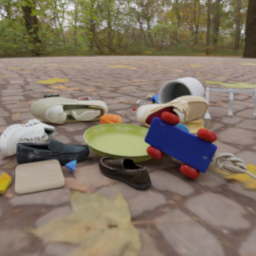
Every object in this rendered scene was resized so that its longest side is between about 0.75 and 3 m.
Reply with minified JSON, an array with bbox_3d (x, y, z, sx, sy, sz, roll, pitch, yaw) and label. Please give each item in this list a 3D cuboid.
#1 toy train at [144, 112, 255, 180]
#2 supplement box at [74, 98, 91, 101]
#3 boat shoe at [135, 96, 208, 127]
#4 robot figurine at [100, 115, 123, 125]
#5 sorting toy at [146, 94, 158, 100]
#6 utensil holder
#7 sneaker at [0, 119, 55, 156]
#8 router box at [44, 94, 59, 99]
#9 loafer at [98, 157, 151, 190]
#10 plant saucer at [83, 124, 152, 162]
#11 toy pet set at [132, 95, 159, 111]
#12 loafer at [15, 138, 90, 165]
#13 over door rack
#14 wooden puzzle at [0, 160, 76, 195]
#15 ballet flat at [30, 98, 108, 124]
[{"bbox_3d":[1.918,0.630,7.040,2.769,1.172,1.602,27,10,24],"label":"toy train"},{"bbox_3d":[-2.286,-1.346,14.054,0.819,0.249,0.446,-5,19,-11],"label":"supplement box"},{"bbox_3d":[1.736,-0.480,10.354,2.821,1.040,0.976,-12,22,-7],"label":"boat shoe"},{"bbox_3d":[-0.617,-0.242,10.347,0.822,0.479,0.591,3,-22,10],"label":"robot figurine"},{"bbox_3d":[1.308,-1.624,14.975,0.581,0.204,1.204,5,19,14],"label":"sorting toy"},{"bbox_3d":[2.375,-1.407,12.207,1.542,1.542,1.815,10,20,29],"label":"utensil holder"},{"bbox_3d":[-2.975,0.287,8.375,0.858,0.795,2.117,14,22,13],"label":"sneaker"},{"bbox_3d":[-4.085,-1.648,14.974,0.795,0.247,0.596,-3,18,-10],"label":"router box"},{"bbox_3d":[-0.078,0.927,6.618,1.551,0.553,0.566,15,23,38],"label":"loafer"},{"bbox_3d":[-0.113,0.439,8.151,2.362,0.367,2.362,5,21,-2],"label":"plant saucer"},{"bbox_3d":[1.020,-1.060,12.405,1.288,0.733,1.380,-10,21,-26],"label":"toy pet set"},{"bbox_3d":[-1.979,0.603,7.418,1.902,0.668,0.646,-4,17,-12],"label":"loafer"},{"bbox_3d":[4.118,-0.673,11.150,2.178,0.982,2.948,3,32,15],"label":"over door rack"},{"bbox_3d":[-2.099,1.151,6.557,1.807,0.211,1.219,-4,23,-12],"label":"wooden puzzle"},{"bbox_3d":[-2.241,-0.609,10.789,2.995,1.040,1.040,-4,19,-12],"label":"ballet flat"}]
